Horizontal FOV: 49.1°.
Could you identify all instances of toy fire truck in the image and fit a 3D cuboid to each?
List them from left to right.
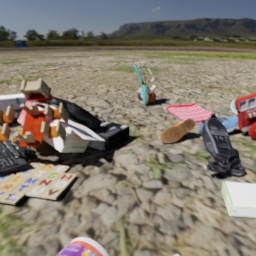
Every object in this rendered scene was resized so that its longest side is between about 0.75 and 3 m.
[{"bbox_3d":[5.156,-0.626,10.771,2.039,1.713,1.143,-17,29,0],"label":"toy fire truck"}]

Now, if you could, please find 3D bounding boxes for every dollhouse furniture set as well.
[{"bbox_3d":[-2.836,-0.380,8.540,2.070,1.066,2.048,-3,62,7],"label":"dollhouse furniture set"}]

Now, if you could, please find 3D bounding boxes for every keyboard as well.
[{"bbox_3d":[-3.988,0.697,9.154,1.461,0.556,2.807,-8,20,-35],"label":"keyboard"}]

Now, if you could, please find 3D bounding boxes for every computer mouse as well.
[{"bbox_3d":[2.711,0.597,8.628,1.376,0.524,1.987,10,53,-21],"label":"computer mouse"}]

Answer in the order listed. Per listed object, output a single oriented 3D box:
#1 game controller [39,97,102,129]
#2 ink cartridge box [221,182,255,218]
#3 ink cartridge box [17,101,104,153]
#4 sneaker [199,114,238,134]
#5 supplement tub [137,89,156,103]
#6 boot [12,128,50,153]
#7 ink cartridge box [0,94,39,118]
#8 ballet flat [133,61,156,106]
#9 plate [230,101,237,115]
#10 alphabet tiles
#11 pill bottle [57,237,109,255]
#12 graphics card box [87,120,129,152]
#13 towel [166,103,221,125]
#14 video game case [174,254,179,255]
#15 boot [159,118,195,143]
[{"bbox_3d":[-2.266,-0.697,10.430,2.940,1.533,0.619,18,68,43],"label":"game controller"},{"bbox_3d":[3.134,1.743,6.824,1.471,0.353,1.070,3,21,7],"label":"ink cartridge box"},{"bbox_3d":[-2.184,0.104,9.250,2.488,0.840,1.449,31,7,21],"label":"ink cartridge box"},{"bbox_3d":[3.644,-0.205,11.112,1.683,0.750,0.661,-15,34,-9],"label":"sneaker"},{"bbox_3d":[1.061,-1.845,16.034,0.678,0.678,1.106,-15,25,-34],"label":"supplement tub"},{"bbox_3d":[-3.535,0.372,10.091,1.453,0.718,1.871,-5,29,6],"label":"boot"},{"bbox_3d":[-5.299,-1.005,12.838,1.661,0.967,2.280,8,13,42],"label":"ink cartridge box"},{"bbox_3d":[1.006,-2.432,15.033,0.893,2.373,0.805,-18,11,-8],"label":"ballet flat"},{"bbox_3d":[6.064,-0.604,12.666,2.853,0.365,2.853,3,29,-2],"label":"plate"},{"bbox_3d":[-2.882,1.469,7.794,2.579,0.097,2.156,4,18,13],"label":"alphabet tiles"},{"bbox_3d":[-0.989,2.469,4.037,0.926,0.926,1.663,10,23,26],"label":"pill bottle"},{"bbox_3d":[-1.306,0.171,10.697,2.385,0.607,1.497,11,22,30],"label":"graphics card box"},{"bbox_3d":[3.101,-0.699,13.540,1.773,0.276,2.452,-7,22,-16],"label":"towel"},{"bbox_3d":[0.681,2.786,4.272,1.469,0.185,1.612,-11,24,-27],"label":"video game case"},{"bbox_3d":[1.799,0.196,10.840,1.565,0.587,0.839,-25,-4,-20],"label":"boot"}]
